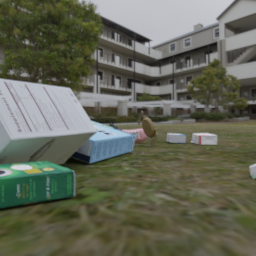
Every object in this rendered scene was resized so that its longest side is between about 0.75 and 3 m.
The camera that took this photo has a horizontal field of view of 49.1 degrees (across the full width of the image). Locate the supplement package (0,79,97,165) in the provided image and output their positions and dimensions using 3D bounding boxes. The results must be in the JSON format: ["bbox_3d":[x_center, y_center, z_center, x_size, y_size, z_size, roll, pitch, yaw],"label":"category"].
[{"bbox_3d":[-2.021,0.006,5.709,1.357,1.362,2.322,-41,-17,25],"label":"supplement package"}]

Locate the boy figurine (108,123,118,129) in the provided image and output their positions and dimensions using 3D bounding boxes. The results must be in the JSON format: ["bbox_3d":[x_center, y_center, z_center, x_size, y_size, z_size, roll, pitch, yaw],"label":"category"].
[{"bbox_3d":[-1.869,-0.092,13.956,2.559,0.825,1.591,17,11,-30],"label":"boy figurine"}]

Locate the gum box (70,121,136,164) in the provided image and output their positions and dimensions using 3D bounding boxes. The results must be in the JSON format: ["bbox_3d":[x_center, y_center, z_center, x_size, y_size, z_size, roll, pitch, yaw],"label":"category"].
[{"bbox_3d":[-1.374,0.232,8.321,2.377,0.623,2.798,16,7,22],"label":"gum box"}]

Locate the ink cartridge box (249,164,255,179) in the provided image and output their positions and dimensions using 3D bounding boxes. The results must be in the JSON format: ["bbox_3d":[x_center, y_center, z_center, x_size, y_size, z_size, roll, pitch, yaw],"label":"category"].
[{"bbox_3d":[2.915,0.649,5.199,1.076,0.269,0.866,-23,-13,37],"label":"ink cartridge box"}]

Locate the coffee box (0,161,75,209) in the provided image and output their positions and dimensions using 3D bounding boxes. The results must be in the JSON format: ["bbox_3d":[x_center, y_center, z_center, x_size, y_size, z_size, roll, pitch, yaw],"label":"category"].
[{"bbox_3d":[-1.829,0.782,3.829,1.888,0.415,1.161,-1,2,-36],"label":"coffee box"}]

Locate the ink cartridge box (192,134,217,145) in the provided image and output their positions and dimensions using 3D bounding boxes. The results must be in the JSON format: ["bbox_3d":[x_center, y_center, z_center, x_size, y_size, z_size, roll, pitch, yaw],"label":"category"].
[{"bbox_3d":[3.320,0.482,12.427,0.736,0.426,1.263,0,2,-9],"label":"ink cartridge box"}]

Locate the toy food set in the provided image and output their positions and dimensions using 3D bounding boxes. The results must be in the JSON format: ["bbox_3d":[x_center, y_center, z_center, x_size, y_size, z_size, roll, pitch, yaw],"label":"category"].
[{"bbox_3d":[0.839,-0.010,11.232,0.262,1.306,0.901,-16,-32,-26],"label":"toy food set"}]

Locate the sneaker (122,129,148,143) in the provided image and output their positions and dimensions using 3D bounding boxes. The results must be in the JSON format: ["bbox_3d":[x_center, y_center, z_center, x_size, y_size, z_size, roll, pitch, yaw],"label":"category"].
[{"bbox_3d":[0.076,0.386,12.530,1.647,0.620,0.861,-5,-3,27],"label":"sneaker"}]

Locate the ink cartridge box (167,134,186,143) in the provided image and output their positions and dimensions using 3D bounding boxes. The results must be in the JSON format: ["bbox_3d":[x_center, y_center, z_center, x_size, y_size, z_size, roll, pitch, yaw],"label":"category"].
[{"bbox_3d":[2.185,0.477,12.824,0.672,0.393,0.930,3,2,-3],"label":"ink cartridge box"}]
